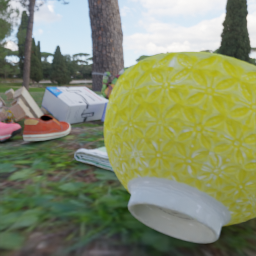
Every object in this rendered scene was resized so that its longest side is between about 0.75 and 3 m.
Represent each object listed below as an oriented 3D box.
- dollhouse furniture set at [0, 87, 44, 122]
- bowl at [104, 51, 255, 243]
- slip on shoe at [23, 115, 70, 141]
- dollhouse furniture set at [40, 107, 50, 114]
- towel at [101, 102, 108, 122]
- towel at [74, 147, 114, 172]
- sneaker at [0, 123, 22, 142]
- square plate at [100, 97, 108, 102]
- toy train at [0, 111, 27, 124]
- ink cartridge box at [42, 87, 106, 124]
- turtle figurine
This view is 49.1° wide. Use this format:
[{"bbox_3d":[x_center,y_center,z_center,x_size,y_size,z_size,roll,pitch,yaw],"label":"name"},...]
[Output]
[{"bbox_3d":[-4.852,-0.102,10.555,2.950,1.441,2.516,-29,30,0],"label":"dollhouse furniture set"},{"bbox_3d":[0.667,0.492,3.247,2.435,2.435,1.310,6,54,30],"label":"bowl"},{"bbox_3d":[-2.543,-0.062,9.052,0.898,0.742,2.424,-1,4,13],"label":"slip on shoe"},{"bbox_3d":[-3.149,-0.875,15.182,2.759,1.347,2.353,29,10,10],"label":"dollhouse furniture set"},{"bbox_3d":[-0.959,-0.726,12.178,0.153,0.927,1.280,16,-3,-12],"label":"towel"},{"bbox_3d":[0.105,0.547,6.710,1.698,0.349,2.277,9,13,39],"label":"towel"},{"bbox_3d":[-4.598,-0.137,8.348,2.651,1.150,0.977,-1,10,-11],"label":"sneaker"},{"bbox_3d":[-1.315,-1.393,16.001,2.093,0.298,2.074,25,10,-1],"label":"square plate"},{"bbox_3d":[-4.994,-0.429,12.045,1.643,0.608,2.187,-17,9,25],"label":"toy train"},{"bbox_3d":[-2.401,-1.081,12.769,1.710,0.988,2.343,36,28,28],"label":"ink cartridge box"},{"bbox_3d":[-0.700,-2.708,18.042,2.002,2.782,2.697,40,64,19],"label":"turtle figurine"}]
